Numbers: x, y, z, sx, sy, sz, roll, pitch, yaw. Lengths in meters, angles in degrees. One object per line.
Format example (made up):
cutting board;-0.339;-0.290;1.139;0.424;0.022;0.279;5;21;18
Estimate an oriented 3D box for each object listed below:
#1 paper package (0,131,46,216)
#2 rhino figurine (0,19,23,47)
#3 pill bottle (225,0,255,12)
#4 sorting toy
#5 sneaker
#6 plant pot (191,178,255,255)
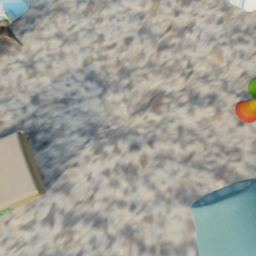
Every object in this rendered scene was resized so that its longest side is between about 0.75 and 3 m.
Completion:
paper package;-3.170;1.247;6.934;1.766;0.913;1.683;-24;73;-9
rhino figurine;-3.147;-2.314;5.181;2.621;1.146;0.784;35;90;-27
pill bottle;2.741;-3.138;6.452;0.706;0.706;1.258;-44;65;-13
sorting toy;3.787;-1.126;7.844;0.719;0.715;2.075;33;75;11
sneaker;-3.894;-2.905;8.326;2.461;0.979;1.607;-27;71;1
plant pot;1.880;1.800;4.390;1.822;1.822;1.712;-23;80;-8
